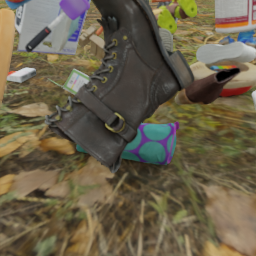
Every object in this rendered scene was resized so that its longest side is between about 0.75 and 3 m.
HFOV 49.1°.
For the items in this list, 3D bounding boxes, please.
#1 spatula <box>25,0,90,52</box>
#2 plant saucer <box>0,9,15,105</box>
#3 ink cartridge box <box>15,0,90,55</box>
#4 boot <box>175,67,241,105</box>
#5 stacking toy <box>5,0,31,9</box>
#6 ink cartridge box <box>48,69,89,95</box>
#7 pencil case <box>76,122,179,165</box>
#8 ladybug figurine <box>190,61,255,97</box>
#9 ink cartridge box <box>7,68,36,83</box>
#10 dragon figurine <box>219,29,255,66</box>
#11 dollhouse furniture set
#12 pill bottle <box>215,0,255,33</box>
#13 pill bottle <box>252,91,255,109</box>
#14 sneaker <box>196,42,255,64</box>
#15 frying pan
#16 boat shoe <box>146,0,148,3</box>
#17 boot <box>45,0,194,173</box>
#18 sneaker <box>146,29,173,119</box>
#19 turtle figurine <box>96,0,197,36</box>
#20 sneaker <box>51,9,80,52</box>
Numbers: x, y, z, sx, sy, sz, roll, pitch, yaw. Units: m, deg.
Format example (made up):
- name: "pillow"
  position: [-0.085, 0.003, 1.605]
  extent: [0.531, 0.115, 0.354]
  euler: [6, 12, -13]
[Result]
- name: "spatula"
  position: [-1.708, -2.389, 6.440]
  extent: [1.842, 0.520, 0.189]
  euler: [-38, 27, 11]
- name: "plant saucer"
  position: [-2.401, -0.854, 4.659]
  extent: [0.434, 2.320, 2.320]
  euler: [12, 22, -33]
- name: "ink cartridge box"
  position: [-2.700, -3.979, 10.055]
  extent: [0.560, 2.581, 2.557]
  euler: [38, 30, 29]
- name: "boot"
  position: [2.076, -0.993, 6.546]
  extent: [1.719, 0.622, 1.430]
  euler: [-20, -4, -33]
- name: "stacking toy"
  position: [-3.215, -3.706, 6.939]
  extent: [1.115, 1.179, 2.031]
  euler: [-23, 17, 17]
- name: "ink cartridge box"
  position: [-0.755, -0.749, 5.787]
  extent: [1.602, 0.475, 0.832]
  euler: [30, 2, 20]
- name: "pencil case"
  position: [-0.056, 0.220, 7.118]
  extent: [2.526, 1.075, 1.167]
  euler: [9, 54, 14]
- name: "ladybug figurine"
  position: [3.546, -1.858, 10.605]
  extent: [2.856, 1.027, 1.939]
  euler: [-1, 35, -5]
- name: "ink cartridge box"
  position: [-4.887, -2.369, 12.246]
  extent: [1.310, 0.374, 1.065]
  euler: [14, 34, 15]
- name: "dragon figurine"
  position: [3.373, -2.384, 7.842]
  extent: [2.072, 0.610, 1.030]
  euler: [-12, 45, 52]
- name: "dollhouse furniture set"
  position: [-0.781, -2.606, 8.857]
  extent: [1.477, 0.765, 0.654]
  euler: [39, 71, 5]
- name: "pill bottle"
  position: [1.490, -1.876, 3.866]
  extent: [0.561, 1.025, 0.561]
  euler: [-7, 22, 3]
- name: "pill bottle"
  position: [3.308, -0.536, 5.522]
  extent: [1.452, 0.823, 0.823]
  euler: [-17, 24, 23]
- name: "sneaker"
  position: [2.455, -1.803, 6.996]
  extent: [0.802, 0.511, 1.387]
  euler: [2, 8, -37]
- name: "frying pan"
  position: [1.120, -3.584, 8.105]
  extent: [0.456, 2.800, 1.693]
  euler: [9, 5, -14]
- name: "boat shoe"
  position: [0.404, -4.232, 10.361]
  extent: [0.646, 2.029, 0.717]
  euler: [14, 24, -28]
- name: "boot"
  position: [-0.338, -0.645, 3.601]
  extent: [1.878, 2.158, 0.747]
  euler: [-43, 15, 0]
- name: "sneaker"
  position: [0.460, -1.080, 5.864]
  extent: [0.678, 1.814, 0.963]
  euler: [18, 1, 9]
- name: "turtle figurine"
  position: [0.556, -2.522, 6.597]
  extent: [2.404, 0.774, 1.939]
  euler: [-27, 27, -15]
- name: "sneaker"
  position: [-2.074, -3.385, 9.721]
  extent: [0.744, 1.817, 0.672]
  euler: [-18, 67, -43]
